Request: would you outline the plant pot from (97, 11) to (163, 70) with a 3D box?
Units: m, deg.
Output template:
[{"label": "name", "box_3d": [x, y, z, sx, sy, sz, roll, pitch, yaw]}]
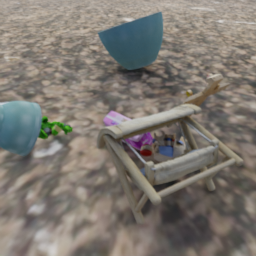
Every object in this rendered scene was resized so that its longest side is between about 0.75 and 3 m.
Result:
[{"label": "plant pot", "box_3d": [0.332, -3.820, 12.739, 2.973, 2.002, 2.973, -17, 20, 6]}]

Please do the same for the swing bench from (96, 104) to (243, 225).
[{"label": "swing bench", "box_3d": [0.756, 0.521, 6.035, 2.144, 1.398, 2.155, -18, 61, -25]}]

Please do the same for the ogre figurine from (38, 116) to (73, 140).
[{"label": "ogre figurine", "box_3d": [-2.342, 0.038, 7.999, 1.296, 0.636, 0.777, -28, 26, -20]}]

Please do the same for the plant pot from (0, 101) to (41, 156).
[{"label": "plant pot", "box_3d": [-2.498, -0.054, 5.967, 0.806, 1.204, 1.204, 17, 17, -41]}]

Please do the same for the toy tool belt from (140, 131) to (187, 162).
[{"label": "toy tool belt", "box_3d": [0.934, 0.458, 7.199, 1.258, 0.786, 0.773, 15, 58, -12]}]

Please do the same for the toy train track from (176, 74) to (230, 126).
[{"label": "toy train track", "box_3d": [1.788, -0.766, 7.627, 1.441, 2.512, 0.409, -22, 72, -19]}]

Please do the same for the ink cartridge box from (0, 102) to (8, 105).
[{"label": "ink cartridge box", "box_3d": [-4.918, -0.001, 8.213, 2.281, 0.494, 2.239, -5, 28, 29]}]

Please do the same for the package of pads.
[{"label": "package of pads", "box_3d": [-0.001, 0.107, 7.902, 1.355, 0.816, 0.513, 26, 72, 34]}]
